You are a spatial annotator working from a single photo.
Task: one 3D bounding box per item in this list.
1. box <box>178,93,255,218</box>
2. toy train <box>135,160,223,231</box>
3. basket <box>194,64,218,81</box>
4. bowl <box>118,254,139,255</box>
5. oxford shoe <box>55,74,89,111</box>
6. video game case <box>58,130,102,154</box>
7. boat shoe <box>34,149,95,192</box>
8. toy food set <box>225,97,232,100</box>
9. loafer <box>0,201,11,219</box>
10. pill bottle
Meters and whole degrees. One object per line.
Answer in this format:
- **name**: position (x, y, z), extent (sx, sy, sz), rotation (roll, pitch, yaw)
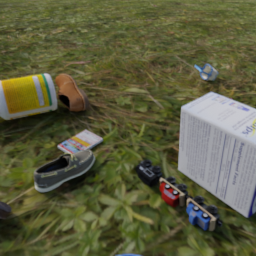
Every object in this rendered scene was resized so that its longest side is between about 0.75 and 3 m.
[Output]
- **box**: position (2.776, 0.640, 7.762), extent (1.345, 2.358, 2.564), rotation (-26, 40, -28)
- **toy train**: position (1.255, 1.809, 7.787), extent (0.685, 0.510, 2.992), rotation (-29, 42, -29)
- **basket**: position (4.120, -2.956, 14.812), extent (1.094, 0.761, 0.965), rotation (21, 26, -21)
- **bowl**: position (0.026, 3.462, 5.300), extent (2.233, 0.438, 2.233), rotation (0, 33, 0)
- **oxford shoe**: position (-2.778, -1.636, 12.517), extent (0.987, 0.988, 2.769), rotation (-17, 41, -28)
- **video game case**: position (-1.707, 0.552, 10.048), extent (0.944, 0.115, 1.320), rotation (25, 41, 35)
- **boat shoe**: position (-1.909, 1.168, 8.645), extent (0.764, 0.639, 2.137), rotation (27, 42, 36)
- **toy food set**: position (3.980, -1.228, 11.630), extent (0.718, 0.178, 1.129), rotation (15, 3, 17)
- **loafer**: position (-4.079, 2.164, 7.216), extent (2.129, 0.777, 0.756), rotation (5, 70, 5)
- **pill bottle**: position (-4.496, -1.221, 11.464), extent (2.825, 1.593, 1.593), rotation (-15, 36, -21)
